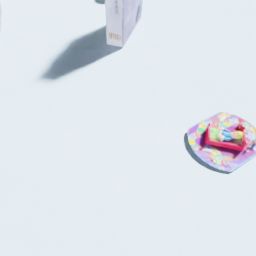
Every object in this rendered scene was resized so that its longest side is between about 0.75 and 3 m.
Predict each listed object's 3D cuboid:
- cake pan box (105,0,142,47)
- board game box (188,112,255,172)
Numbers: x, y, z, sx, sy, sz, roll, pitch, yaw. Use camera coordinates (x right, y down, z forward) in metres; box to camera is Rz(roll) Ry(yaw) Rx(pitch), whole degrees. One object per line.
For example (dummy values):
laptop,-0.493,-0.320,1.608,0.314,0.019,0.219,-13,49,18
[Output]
cake pan box,-0.083,-4.549,9.544,0.700,2.674,2.463,12,49,10
board game box,2.374,0.150,6.668,1.873,0.365,1.480,-24,54,-24
